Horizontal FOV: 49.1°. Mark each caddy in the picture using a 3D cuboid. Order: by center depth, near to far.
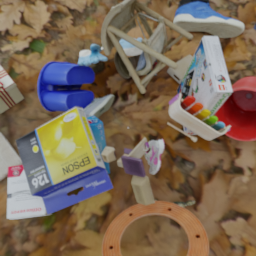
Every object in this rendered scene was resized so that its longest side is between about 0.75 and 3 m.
[{"bbox_3d":[-1.967,-1.287,8.866,1.142,2.175,1.538,9,103,20],"label":"caddy"}]

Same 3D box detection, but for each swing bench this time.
[{"bbox_3d":[0.458,-2.606,8.023,2.204,1.430,2.192,44,44,-12],"label":"swing bench"}]

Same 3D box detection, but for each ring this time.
[{"bbox_3d":[0.634,2.835,6.827,2.572,0.247,2.572,-7,33,4],"label":"ring"}]

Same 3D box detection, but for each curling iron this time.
[{"bbox_3d":[0.857,-2.158,9.628,0.480,0.248,1.937,34,31,-6],"label":"curling iron"}]

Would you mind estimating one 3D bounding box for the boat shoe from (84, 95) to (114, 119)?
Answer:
[{"bbox_3d":[-0.987,-0.763,9.248,0.537,0.526,1.507,28,41,14],"label":"boat shoe"}]

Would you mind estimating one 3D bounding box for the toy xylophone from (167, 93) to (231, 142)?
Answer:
[{"bbox_3d":[1.864,-0.194,7.956,1.831,1.341,0.460,35,66,-13],"label":"toy xylophone"}]

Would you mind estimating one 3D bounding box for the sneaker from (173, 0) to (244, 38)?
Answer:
[{"bbox_3d":[3.181,-4.429,10.860,2.657,1.020,1.478,10,74,11],"label":"sneaker"}]

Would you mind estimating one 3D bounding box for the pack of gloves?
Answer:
[{"bbox_3d":[-0.558,-2.697,9.123,2.318,0.545,2.760,-16,25,-1],"label":"pack of gloves"}]

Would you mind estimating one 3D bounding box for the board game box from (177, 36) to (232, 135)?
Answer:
[{"bbox_3d":[2.134,-1.102,8.368,0.480,2.776,1.752,-2,67,-7],"label":"board game box"}]

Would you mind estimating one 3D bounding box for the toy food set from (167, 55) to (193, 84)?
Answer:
[{"bbox_3d":[2.168,-2.074,10.207,1.254,0.379,0.900,-34,69,-23],"label":"toy food set"}]

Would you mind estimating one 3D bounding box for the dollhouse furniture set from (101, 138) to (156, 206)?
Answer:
[{"bbox_3d":[0.263,1.069,7.349,1.263,1.594,1.131,6,34,37],"label":"dollhouse furniture set"}]

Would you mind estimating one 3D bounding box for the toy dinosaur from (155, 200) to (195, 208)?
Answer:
[{"bbox_3d":[1.369,2.276,8.025,1.169,0.277,0.515,3,28,-5],"label":"toy dinosaur"}]

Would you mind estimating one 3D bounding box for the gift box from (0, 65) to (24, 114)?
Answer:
[{"bbox_3d":[-4.387,-1.245,9.325,1.187,1.201,1.286,42,71,17],"label":"gift box"}]

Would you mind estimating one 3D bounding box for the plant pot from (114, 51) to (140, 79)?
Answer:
[{"bbox_3d":[0.164,-2.409,10.038,0.913,1.052,1.052,-28,68,-29],"label":"plant pot"}]

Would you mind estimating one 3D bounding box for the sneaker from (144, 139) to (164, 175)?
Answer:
[{"bbox_3d":[0.692,0.810,7.998,0.495,0.457,1.122,8,110,-2],"label":"sneaker"}]

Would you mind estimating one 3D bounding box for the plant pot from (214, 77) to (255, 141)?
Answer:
[{"bbox_3d":[3.722,-0.728,8.735,1.789,1.789,1.583,28,41,12],"label":"plant pot"}]

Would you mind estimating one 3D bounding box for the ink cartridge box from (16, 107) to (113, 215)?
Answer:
[{"bbox_3d":[-1.769,0.917,7.366,2.204,0.524,2.230,-26,76,19],"label":"ink cartridge box"}]

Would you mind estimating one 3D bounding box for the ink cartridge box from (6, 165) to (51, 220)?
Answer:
[{"bbox_3d":[-2.877,1.854,8.189,1.096,0.629,1.509,-7,70,-2],"label":"ink cartridge box"}]

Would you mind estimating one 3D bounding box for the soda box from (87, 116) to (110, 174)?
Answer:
[{"bbox_3d":[-0.994,0.591,8.148,0.566,1.763,0.598,-20,31,-26],"label":"soda box"}]

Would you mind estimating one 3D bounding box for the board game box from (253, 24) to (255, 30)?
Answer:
[{"bbox_3d":[6.263,-3.884,10.972,2.155,0.373,1.460,40,71,16],"label":"board game box"}]

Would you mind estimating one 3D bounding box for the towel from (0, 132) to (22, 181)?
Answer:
[{"bbox_3d":[-4.229,0.869,8.881,1.131,0.294,1.707,-39,72,-14],"label":"towel"}]
